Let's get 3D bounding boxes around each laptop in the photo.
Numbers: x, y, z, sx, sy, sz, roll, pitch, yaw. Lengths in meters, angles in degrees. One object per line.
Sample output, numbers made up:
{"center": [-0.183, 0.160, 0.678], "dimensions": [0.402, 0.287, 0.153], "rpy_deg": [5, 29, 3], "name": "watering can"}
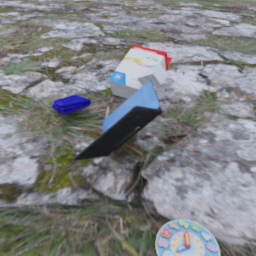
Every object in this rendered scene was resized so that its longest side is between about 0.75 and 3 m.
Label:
{"center": [-0.363, -0.349, 8.520], "dimensions": [1.497, 2.418, 2.582], "rpy_deg": [58, 25, 17], "name": "laptop"}

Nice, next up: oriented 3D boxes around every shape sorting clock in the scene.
{"center": [1.327, 2.664, 6.269], "dimensions": [1.432, 0.281, 1.432], "rpy_deg": [0, 34, 0], "name": "shape sorting clock"}

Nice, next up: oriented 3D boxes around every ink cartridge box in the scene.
{"center": [0.637, -2.625, 12.482], "dimensions": [1.719, 0.995, 2.959], "rpy_deg": [20, 63, 23], "name": "ink cartridge box"}

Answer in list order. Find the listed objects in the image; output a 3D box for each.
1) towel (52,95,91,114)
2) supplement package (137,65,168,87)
{"center": [-2.269, -0.990, 11.017], "dimensions": [1.252, 0.420, 1.696], "rpy_deg": [-22, 21, -21], "name": "towel"}
{"center": [0.917, -1.926, 10.642], "dimensions": [0.547, 0.568, 0.998], "rpy_deg": [-51, 25, -25], "name": "supplement package"}
